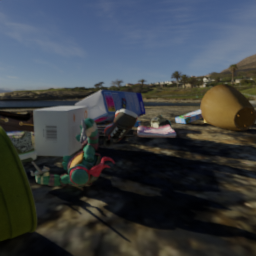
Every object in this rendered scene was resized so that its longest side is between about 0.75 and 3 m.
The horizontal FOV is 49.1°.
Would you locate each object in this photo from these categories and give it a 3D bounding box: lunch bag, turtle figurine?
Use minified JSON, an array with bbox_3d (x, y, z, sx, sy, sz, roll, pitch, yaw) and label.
[{"bbox_3d":[-3.024,0.363,7.094,0.984,0.505,1.224,0,4,31],"label":"lunch bag"},{"bbox_3d":[-0.799,0.516,4.298,1.264,0.850,1.688,-41,6,-1],"label":"turtle figurine"}]

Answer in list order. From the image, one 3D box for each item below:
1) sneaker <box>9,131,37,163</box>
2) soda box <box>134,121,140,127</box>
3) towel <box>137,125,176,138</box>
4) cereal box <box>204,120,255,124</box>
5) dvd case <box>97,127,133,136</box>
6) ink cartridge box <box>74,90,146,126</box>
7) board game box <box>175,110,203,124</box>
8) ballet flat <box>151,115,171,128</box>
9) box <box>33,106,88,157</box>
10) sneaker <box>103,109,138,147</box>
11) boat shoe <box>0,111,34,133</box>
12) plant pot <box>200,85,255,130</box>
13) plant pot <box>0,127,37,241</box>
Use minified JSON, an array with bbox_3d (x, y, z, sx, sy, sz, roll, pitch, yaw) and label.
[{"bbox_3d":[-2.704,0.377,5.695,1.675,0.742,0.644,-5,8,-41],"label":"sneaker"},{"bbox_3d":[0.179,-0.216,13.559,0.843,0.270,0.286,3,7,33],"label":"soda box"},{"bbox_3d":[1.015,0.113,10.455,1.339,0.274,1.830,0,6,2],"label":"towel"},{"bbox_3d":[5.359,-0.441,14.624,2.395,0.473,1.723,-1,5,0],"label":"cereal box"},{"bbox_3d":[-0.978,0.104,9.865,2.118,0.262,1.592,1,2,-8],"label":"dvd case"},{"bbox_3d":[-0.494,-0.675,10.216,1.597,0.893,2.340,-20,-10,42],"label":"ink cartridge box"},{"bbox_3d":[3.520,-0.625,14.932,1.676,0.307,1.268,-17,6,-10],"label":"board game box"},{"bbox_3d":[1.349,-0.231,12.269,0.627,0.624,1.834,-11,7,-5],"label":"ballet flat"},{"bbox_3d":[-1.660,0.020,7.258,0.855,1.091,1.754,1,7,8],"label":"box"},{"bbox_3d":[-0.219,0.090,7.089,0.579,0.615,1.503,23,-33,-12],"label":"sneaker"},{"bbox_3d":[-3.095,-0.113,8.670,2.653,0.799,0.946,1,22,-30],"label":"boat shoe"},{"bbox_3d":[4.388,-0.708,11.835,1.942,1.942,2.084,-1,18,-9],"label":"plant pot"},{"bbox_3d":[-1.541,0.643,2.465,1.057,1.097,1.097,-19,16,-35],"label":"plant pot"}]
